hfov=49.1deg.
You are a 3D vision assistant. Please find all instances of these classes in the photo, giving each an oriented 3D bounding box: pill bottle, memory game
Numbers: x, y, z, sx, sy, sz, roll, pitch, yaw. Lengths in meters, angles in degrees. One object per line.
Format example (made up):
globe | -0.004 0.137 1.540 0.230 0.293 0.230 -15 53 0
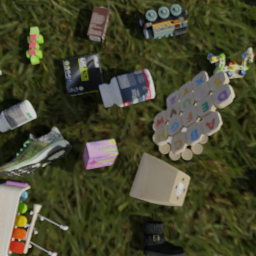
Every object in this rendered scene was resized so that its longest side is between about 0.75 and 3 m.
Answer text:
pill bottle | -0.069 -1.507 11.181 2.020 1.208 1.208 -16 80 -2
pill bottle | -4.509 -0.443 11.175 1.432 0.810 0.810 -27 80 -6
memory game | 2.101 0.205 11.390 2.300 0.147 2.300 0 80 -1

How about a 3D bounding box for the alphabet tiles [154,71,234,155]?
alphabet tiles | 1.893 -0.576 8.711 0.207 2.840 2.778 36 36 -27

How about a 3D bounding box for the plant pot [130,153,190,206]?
plant pot | 1.036 1.637 8.220 1.160 1.310 1.309 11 76 37

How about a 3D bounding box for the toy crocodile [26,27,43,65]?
toy crocodile | -3.996 -3.495 11.902 0.589 0.539 1.745 -1 79 0

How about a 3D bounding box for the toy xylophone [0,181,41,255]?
toy xylophone | -4.301 3.499 10.340 2.131 0.731 2.911 15 81 13

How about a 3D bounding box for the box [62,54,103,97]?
box | -1.863 -2.202 11.736 1.537 0.378 1.592 -10 80 1

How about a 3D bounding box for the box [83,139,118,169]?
box | -0.785 0.745 7.778 0.785 0.893 0.432 -8 63 -20

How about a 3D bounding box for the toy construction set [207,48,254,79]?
toy construction set | 4.293 -2.653 11.647 1.826 0.841 1.198 -9 79 9

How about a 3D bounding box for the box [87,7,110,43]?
box | -1.281 -4.463 12.110 0.696 0.521 1.390 12 81 2

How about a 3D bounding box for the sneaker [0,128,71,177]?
sneaker | -3.739 0.936 10.916 2.930 1.127 1.298 -25 67 -10

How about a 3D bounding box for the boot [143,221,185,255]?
boot | 1.323 4.113 10.392 1.632 0.614 1.220 4 79 1

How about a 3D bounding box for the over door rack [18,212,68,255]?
over door rack | -3.208 3.961 10.484 1.545 0.515 1.142 23 81 4

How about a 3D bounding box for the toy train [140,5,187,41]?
toy train | 1.558 -4.462 11.973 2.051 0.874 1.169 -14 89 -3
